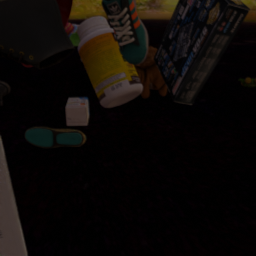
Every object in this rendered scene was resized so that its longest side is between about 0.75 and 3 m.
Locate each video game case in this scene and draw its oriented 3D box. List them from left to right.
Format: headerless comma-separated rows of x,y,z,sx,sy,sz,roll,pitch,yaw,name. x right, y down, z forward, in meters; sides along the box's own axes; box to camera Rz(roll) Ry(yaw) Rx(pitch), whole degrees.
-2.980,1.184,3.451,2.944,2.680,0.337,-10,29,-20,video game case

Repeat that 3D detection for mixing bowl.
-2.310,-2.589,6.415,1.144,2.113,2.113,30,28,-2,mixing bowl

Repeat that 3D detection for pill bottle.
-0.443,-1.398,5.970,0.973,1.782,0.973,-23,-5,-2,pill bottle

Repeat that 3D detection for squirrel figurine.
0.499,-2.258,11.147,1.979,2.120,1.500,-4,30,-30,squirrel figurine

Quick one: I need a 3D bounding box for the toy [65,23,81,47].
-1.751,-2.596,7.793,1.056,0.433,1.834,-47,37,-3,toy

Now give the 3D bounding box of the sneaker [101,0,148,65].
-0.094,-1.422,3.579,0.446,1.250,0.499,-11,7,30,sneaker

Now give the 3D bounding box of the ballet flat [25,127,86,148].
-2.002,0.275,7.858,1.694,0.599,0.599,2,26,6,ballet flat

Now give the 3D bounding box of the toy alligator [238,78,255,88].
5.770,-2.006,12.583,1.638,0.393,0.543,0,-6,1,toy alligator

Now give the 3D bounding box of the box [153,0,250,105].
1.723,-2.397,7.569,0.642,2.792,2.219,6,42,-22,box

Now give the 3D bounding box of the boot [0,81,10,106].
-5.763,-1.307,10.720,2.272,0.787,1.978,0,25,-5,boot

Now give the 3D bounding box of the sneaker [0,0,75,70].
-1.907,-1.225,4.122,2.084,1.107,0.780,-25,2,-1,sneaker

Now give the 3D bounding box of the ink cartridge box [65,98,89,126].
-1.670,-0.544,9.283,0.674,0.662,0.916,-2,26,-4,ink cartridge box

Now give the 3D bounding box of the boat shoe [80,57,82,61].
-1.422,-3.023,10.441,0.456,1.280,0.400,15,36,-23,boat shoe
